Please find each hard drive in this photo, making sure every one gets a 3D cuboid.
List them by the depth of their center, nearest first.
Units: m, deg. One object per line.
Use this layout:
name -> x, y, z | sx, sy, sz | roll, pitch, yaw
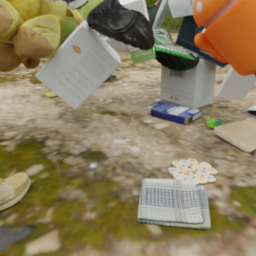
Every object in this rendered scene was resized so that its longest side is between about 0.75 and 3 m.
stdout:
hard drive -> 2.580, -1.125, 6.419 | 0.731, 1.108, 0.146 | 3, 49, -12

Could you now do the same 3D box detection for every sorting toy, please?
sorting toy -> 3.224, 0.084, 8.048 | 1.460, 0.291, 1.975 | -16, 30, -23

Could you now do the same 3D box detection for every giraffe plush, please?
giraffe plush -> -2.771, -2.369, 6.659 | 2.394, 2.548, 2.953 | -32, 11, 36

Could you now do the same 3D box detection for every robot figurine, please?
robot figurine -> 1.638, -1.469, 3.911 | 1.067, 1.830, 1.316 | -42, 6, 1

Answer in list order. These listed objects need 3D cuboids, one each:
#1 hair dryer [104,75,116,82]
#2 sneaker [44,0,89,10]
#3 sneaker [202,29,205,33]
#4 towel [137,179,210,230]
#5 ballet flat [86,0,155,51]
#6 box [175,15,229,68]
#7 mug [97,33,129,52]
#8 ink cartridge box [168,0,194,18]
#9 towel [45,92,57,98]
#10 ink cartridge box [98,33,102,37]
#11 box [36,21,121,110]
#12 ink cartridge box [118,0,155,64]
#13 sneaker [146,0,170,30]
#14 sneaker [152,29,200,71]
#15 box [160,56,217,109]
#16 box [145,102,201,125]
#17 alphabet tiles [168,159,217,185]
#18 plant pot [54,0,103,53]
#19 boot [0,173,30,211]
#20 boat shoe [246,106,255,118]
hair dryer -> -1.269, -2.494, 14.355 | 1.281, 0.348, 0.975 | -3, 5, -18
sneaker -> -1.390, -2.761, 5.319 | 1.556, 0.704, 0.517 | 34, 76, 36
sneaker -> 2.471, -2.804, 6.744 | 2.398, 1.415, 0.883 | -22, -2, -26
towel -> 0.842, 1.330, 5.163 | 1.273, 0.220, 1.226 | 4, 23, 7
ballet flat -> -0.260, -2.027, 5.489 | 0.805, 0.688, 2.423 | -43, 38, 6
box -> 3.091, -3.726, 9.261 | 2.000, 2.694, 1.442 | 35, 42, 22
mug -> -0.431, -3.757, 10.534 | 1.626, 1.425, 1.200 | -10, 39, -2
ink cartridge box -> 1.655, -4.084, 8.636 | 1.012, 1.265, 0.299 | 12, 55, 44
towel -> -2.890, -1.458, 12.016 | 1.231, 0.111, 0.530 | -11, 30, -27
ink cartridge box -> -1.824, -4.781, 12.064 | 0.949, 2.253, 1.629 | 29, 60, 15
box -> -1.100, -1.410, 6.368 | 1.526, 1.162, 0.811 | -41, 24, 16
ink cartridge box -> 0.194, -2.754, 7.125 | 0.635, 1.886, 1.105 | -11, 36, 10
sneaker -> 0.874, -4.444, 10.619 | 1.145, 2.309, 0.816 | 43, 62, 7
sneaker -> 1.277, -2.859, 9.635 | 2.673, 1.139, 1.043 | 31, -8, 22
box -> 2.256, -1.847, 10.706 | 1.175, 1.797, 1.788 | -18, 28, -34
box -> 1.506, -0.537, 9.550 | 1.682, 0.273, 1.019 | 19, 29, 34
alphabet tiles -> 1.428, 0.972, 6.209 | 1.009, 0.074, 0.987 | -7, 24, -16
plant pot -> -2.254, -3.346, 8.647 | 2.350, 2.474, 2.474 | 20, 15, -23
boot -> -2.410, 0.887, 4.969 | 0.552, 1.180, 1.518 | 12, 25, 26
boat shoe -> 4.408, -0.442, 9.203 | 0.404, 0.425, 1.181 | -22, 30, -15
